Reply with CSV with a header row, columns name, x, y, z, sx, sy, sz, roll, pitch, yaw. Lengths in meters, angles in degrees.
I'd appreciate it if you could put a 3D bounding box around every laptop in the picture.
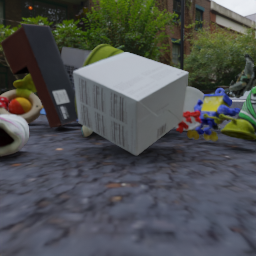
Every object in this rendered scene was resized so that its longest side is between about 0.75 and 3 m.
name,x,y,z,sx,sy,sz,roll,pitch,yaw
laptop,-1.539,-1.464,9.390,2.179,2.328,1.349,11,10,5

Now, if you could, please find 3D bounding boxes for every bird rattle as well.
name,x,y,z,sx,sy,sz,roll,pitch,yaw
bird rattle,-3.837,-0.844,9.390,1.819,1.257,2.231,42,45,22

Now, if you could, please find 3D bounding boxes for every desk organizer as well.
name,x,y,z,sx,sy,sz,roll,pitch,yaw
desk organizer,-2.473,-1.386,8.137,1.105,2.870,1.029,-19,4,32

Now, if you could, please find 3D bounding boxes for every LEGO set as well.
name,x,y,z,sx,sy,sz,roll,pitch,yaw
LEGO set,3.246,-1.020,8.073,0.732,2.584,1.678,26,-2,13

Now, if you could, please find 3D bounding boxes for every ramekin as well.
name,x,y,z,sx,sy,sz,roll,pitch,yaw
ramekin,1.689,-0.496,7.949,1.234,1.234,0.575,3,-7,23

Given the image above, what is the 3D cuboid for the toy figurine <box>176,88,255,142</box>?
name,x,y,z,sx,sy,sz,roll,pitch,yaw
toy figurine,1.810,-0.439,5.848,0.993,1.128,1.883,39,-19,-30

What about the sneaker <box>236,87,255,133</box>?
name,x,y,z,sx,sy,sz,roll,pitch,yaw
sneaker,3.062,-0.299,5.611,1.024,1.118,2.624,7,13,-12

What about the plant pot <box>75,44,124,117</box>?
name,x,y,z,sx,sy,sz,roll,pitch,yaw
plant pot,0.154,-0.821,7.245,2.153,2.236,2.236,18,13,19

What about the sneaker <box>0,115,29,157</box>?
name,x,y,z,sx,sy,sz,roll,pitch,yaw
sneaker,-2.571,0.114,4.427,1.977,0.804,0.872,-6,9,-25

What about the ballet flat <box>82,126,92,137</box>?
name,x,y,z,sx,sy,sz,roll,pitch,yaw
ballet flat,-1.009,0.042,6.995,0.281,0.281,0.809,-1,8,-8

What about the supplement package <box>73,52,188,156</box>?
name,x,y,z,sx,sy,sz,roll,pitch,yaw
supplement package,0.044,-0.537,5.190,1.506,1.108,1.440,28,43,33
